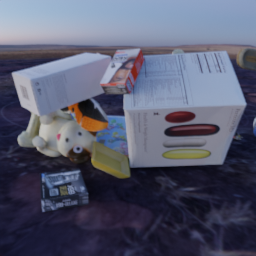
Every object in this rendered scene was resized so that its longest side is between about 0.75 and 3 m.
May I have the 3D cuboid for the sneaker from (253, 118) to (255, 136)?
[{"bbox_3d":[6.196,0.211,10.530,2.910,1.121,1.240,4,28,35],"label":"sneaker"}]

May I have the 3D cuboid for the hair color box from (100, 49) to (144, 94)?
[{"bbox_3d":[-0.127,-1.418,7.001,0.703,0.405,1.267,3,54,25],"label":"hair color box"}]

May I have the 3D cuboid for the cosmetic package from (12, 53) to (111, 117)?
[{"bbox_3d":[-1.725,-1.313,7.820,2.439,1.034,1.312,-24,30,-33],"label":"cosmetic package"}]

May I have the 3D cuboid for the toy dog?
[{"bbox_3d":[-2.156,0.320,9.440,2.513,1.754,2.437,17,-11,44],"label":"toy dog"}]

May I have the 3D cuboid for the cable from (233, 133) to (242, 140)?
[{"bbox_3d":[4.033,0.246,11.148,0.470,0.244,0.968,-4,17,-32],"label":"cable"}]

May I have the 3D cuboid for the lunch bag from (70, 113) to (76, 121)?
[{"bbox_3d":[-1.989,-0.809,11.296,0.643,1.559,1.253,-16,11,40],"label":"lunch bag"}]

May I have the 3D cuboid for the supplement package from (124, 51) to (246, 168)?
[{"bbox_3d":[1.370,-0.425,8.082,2.844,2.719,2.091,-3,51,3],"label":"supplement package"}]

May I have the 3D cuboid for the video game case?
[{"bbox_3d":[0.050,0.314,10.011,2.882,0.251,2.061,3,41,10],"label":"video game case"}]

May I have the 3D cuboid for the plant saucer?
[{"bbox_3d":[-0.573,1.005,8.383,1.241,0.301,1.241,27,18,-13],"label":"plant saucer"}]

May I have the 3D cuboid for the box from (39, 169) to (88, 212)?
[{"bbox_3d":[-1.705,1.571,7.287,1.111,0.351,1.409,-5,19,-17],"label":"box"}]

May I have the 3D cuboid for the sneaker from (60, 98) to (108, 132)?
[{"bbox_3d":[-1.142,-0.557,8.577,1.073,0.883,2.333,6,20,-43],"label":"sneaker"}]

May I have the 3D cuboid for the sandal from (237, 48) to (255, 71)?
[{"bbox_3d":[4.967,-2.401,9.895,2.355,0.946,0.636,0,6,-18],"label":"sandal"}]

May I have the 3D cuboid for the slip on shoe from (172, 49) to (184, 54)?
[{"bbox_3d":[1.967,-2.308,11.212,0.701,0.579,1.894,5,57,5],"label":"slip on shoe"}]
